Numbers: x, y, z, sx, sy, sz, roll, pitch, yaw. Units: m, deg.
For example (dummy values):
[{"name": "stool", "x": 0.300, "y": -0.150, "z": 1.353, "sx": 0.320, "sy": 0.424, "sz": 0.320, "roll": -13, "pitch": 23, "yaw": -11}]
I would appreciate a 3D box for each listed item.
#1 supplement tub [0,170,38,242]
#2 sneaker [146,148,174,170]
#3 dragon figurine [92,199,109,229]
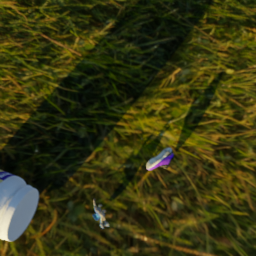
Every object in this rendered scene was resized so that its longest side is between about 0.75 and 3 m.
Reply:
[{"name": "supplement tub", "x": -4.453, "y": 2.230, "z": 8.761, "sx": 2.706, "sy": 1.967, "sz": 1.967, "roll": 18, "pitch": 69, "yaw": 8}, {"name": "sneaker", "x": 1.189, "y": 1.241, "z": 9.843, "sx": 1.171, "sy": 0.407, "sz": 0.583, "roll": -34, "pitch": 109, "yaw": -21}, {"name": "dragon figurine", "x": -0.977, "y": 2.845, "z": 9.263, "sx": 0.313, "sy": 0.528, "sz": 1.063, "roll": -10, "pitch": 31, "yaw": -36}]
